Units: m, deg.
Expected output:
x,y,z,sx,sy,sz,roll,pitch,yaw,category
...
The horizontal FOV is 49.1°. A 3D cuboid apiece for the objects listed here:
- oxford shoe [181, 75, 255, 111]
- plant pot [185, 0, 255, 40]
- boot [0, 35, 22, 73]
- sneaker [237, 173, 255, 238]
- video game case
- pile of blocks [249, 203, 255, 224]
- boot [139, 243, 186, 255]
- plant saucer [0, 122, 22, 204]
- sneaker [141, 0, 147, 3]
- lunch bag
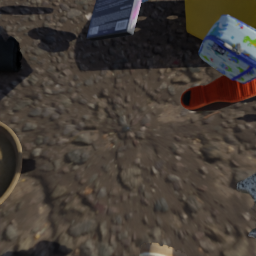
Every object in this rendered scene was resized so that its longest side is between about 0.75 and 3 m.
x,y,z,sx,sy,sz,roll,pitch,yaw,category
1.798,-0.635,5.308,1.515,0.550,0.539,-9,71,33,oxford shoe
3.297,-4.322,8.904,2.552,2.893,2.893,12,62,22,plant pot
-4.305,-1.887,8.657,1.804,0.814,2.201,-2,63,-7,boot
1.726,1.164,3.008,0.737,0.639,1.663,-31,54,25,sneaker
-0.225,-3.655,7.340,1.881,0.250,2.633,14,90,50,video game case
2.260,1.390,4.158,0.601,1.464,0.455,24,99,14,pile of blocks
0.793,2.048,3.307,1.566,0.587,0.839,22,49,-6,boot
-4.176,1.067,7.289,2.908,0.428,2.908,0,62,0,plant saucer
0.710,-4.072,8.288,1.648,0.866,0.624,34,47,24,sneaker
1.643,-1.139,4.304,1.032,1.284,0.530,34,97,4,lunch bag
